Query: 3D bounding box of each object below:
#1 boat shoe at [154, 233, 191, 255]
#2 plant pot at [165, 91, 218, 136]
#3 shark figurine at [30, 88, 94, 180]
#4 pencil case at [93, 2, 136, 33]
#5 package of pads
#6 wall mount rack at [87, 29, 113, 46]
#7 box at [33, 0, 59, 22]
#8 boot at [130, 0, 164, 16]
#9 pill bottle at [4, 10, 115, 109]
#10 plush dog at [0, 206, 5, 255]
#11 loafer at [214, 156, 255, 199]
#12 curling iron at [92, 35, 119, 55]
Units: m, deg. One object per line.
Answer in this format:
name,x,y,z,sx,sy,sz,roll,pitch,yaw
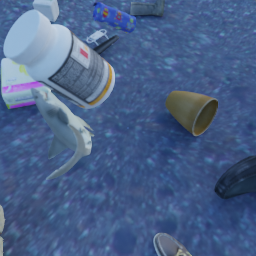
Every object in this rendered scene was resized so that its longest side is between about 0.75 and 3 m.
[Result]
boat shoe,1.254,3.137,6.445,0.631,0.522,1.756,-30,62,-19
plant pot,1.856,-0.608,8.648,1.236,1.236,1.326,-39,52,-22
shark figurine,-1.095,0.248,4.836,0.931,1.332,2.230,-47,40,2
pencil case,-0.460,-3.556,9.094,1.470,0.638,0.574,7,91,-36
package of pads,-3.498,-1.630,9.532,1.511,0.667,1.955,-11,56,-9
wall mount rack,-1.111,-3.419,10.929,0.841,0.361,0.968,35,63,25
box,-3.410,-4.991,11.681,0.789,0.793,0.680,9,59,5
boot,0.832,-5.297,12.128,1.423,0.516,1.294,3,54,10
pill bottle,-1.364,-1.361,5.937,1.264,2.172,1.264,-15,62,30
plush dog,-3.338,2.498,6.350,1.632,2.035,1.748,17,62,-29
loafer,3.700,1.240,7.394,2.989,1.015,1.049,-18,49,-15
curling iron,-1.323,-2.564,10.334,0.713,0.368,2.877,34,63,18
